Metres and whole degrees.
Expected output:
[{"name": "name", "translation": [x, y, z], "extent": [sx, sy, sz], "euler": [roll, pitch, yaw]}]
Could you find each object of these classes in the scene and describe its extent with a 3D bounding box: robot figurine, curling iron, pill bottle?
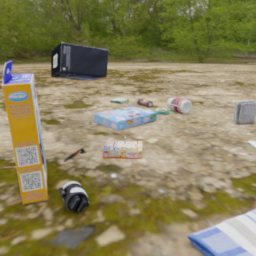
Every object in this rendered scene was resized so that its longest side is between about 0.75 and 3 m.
[{"name": "robot figurine", "translation": [-1.148, 1.478, 5.983], "extent": [0.488, 0.588, 0.782], "euler": [-24, 25, -16]}, {"name": "curling iron", "translation": [-1.655, 0.826, 8.691], "extent": [0.244, 0.126, 0.984], "euler": [11, 20, 30]}, {"name": "pill bottle", "translation": [2.546, -1.142, 14.142], "extent": [0.700, 0.700, 1.239], "euler": [-10, 20, -30]}]

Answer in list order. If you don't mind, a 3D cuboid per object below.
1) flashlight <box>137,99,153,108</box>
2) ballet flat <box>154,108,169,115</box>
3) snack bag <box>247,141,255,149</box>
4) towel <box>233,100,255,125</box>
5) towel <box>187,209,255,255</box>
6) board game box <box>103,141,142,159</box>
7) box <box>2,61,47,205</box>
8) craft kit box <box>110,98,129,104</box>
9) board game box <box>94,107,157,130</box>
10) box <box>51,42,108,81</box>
[{"name": "flashlight", "translation": [0.921, -1.409, 15.520], "extent": [0.379, 0.381, 1.120], "euler": [-22, 28, -25]}, {"name": "ballet flat", "translation": [1.611, -0.829, 13.807], "extent": [0.832, 0.293, 0.280], "euler": [4, 20, 14]}, {"name": "snack bag", "translation": [4.722, 0.593, 9.473], "extent": [1.067, 0.114, 1.006], "euler": [0, 17, 0]}, {"name": "towel", "translation": [5.036, -0.662, 12.033], "extent": [0.846, 1.021, 0.437], "euler": [-4, 19, -9]}, {"name": "towel", "translation": [2.779, 1.950, 4.664], "extent": [2.903, 0.346, 2.132], "euler": [-8, 18, -25]}, {"name": "board game box", "translation": [-0.150, 0.677, 8.910], "extent": [1.198, 0.277, 0.908], "euler": [1, 17, 4]}, {"name": "box", "translation": [-2.332, -0.008, 6.496], "extent": [0.620, 2.991, 1.780], "euler": [-5, 18, -16]}, {"name": "craft kit box", "translation": [-0.509, -1.594, 16.516], "extent": [0.817, 0.198, 0.807], "euler": [11, 23, 32]}, {"name": "board game box", "translation": [-0.108, -0.476, 12.437], "extent": [2.251, 0.412, 1.703], "euler": [-14, 22, -38]}, {"name": "box", "translation": [-2.125, -2.736, 12.009], "extent": [1.987, 1.235, 2.003], "euler": [0, 3, -26]}]
